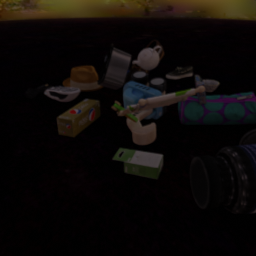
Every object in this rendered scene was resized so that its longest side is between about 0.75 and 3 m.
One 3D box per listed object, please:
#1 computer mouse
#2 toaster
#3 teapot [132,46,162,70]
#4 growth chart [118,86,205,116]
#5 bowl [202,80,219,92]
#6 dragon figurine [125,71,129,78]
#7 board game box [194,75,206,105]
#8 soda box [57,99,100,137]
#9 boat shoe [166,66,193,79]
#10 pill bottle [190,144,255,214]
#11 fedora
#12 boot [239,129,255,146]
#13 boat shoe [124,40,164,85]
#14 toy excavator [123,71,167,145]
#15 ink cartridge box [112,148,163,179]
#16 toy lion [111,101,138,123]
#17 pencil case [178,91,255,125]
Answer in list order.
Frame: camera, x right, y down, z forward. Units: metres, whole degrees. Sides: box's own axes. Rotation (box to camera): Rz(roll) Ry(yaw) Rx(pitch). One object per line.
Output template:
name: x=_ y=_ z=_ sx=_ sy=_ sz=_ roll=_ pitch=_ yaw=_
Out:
computer mouse: x=-3.309 y=-1.535 z=12.832 sx=2.628 sy=0.577 sz=1.441 roll=11 pitch=24 yaw=32
toaster: x=-0.653 y=-2.630 z=12.457 sx=1.020 sy=1.555 sz=1.719 roll=15 pitch=-3 yaw=-15
teapot: x=0.693 y=-2.486 z=9.865 sx=0.821 sy=0.832 sz=0.608 roll=16 pitch=-8 yaw=21
growth chart: x=0.619 y=-0.569 z=6.782 sx=1.656 sy=0.203 sz=2.288 roll=-12 pitch=0 yaw=-11
bowl: x=4.022 y=-2.050 z=13.915 sx=0.914 sy=0.429 sz=0.914 roll=0 pitch=27 yaw=0
dragon figurine: x=0.192 y=-2.817 z=15.082 sx=2.481 sy=0.730 sz=1.233 roll=-4 pitch=27 yaw=-6
board game box: x=2.493 y=-1.396 z=9.679 sx=0.264 sy=0.856 sz=0.857 roll=-10 pitch=58 yaw=12
soda box: x=-1.786 y=-0.406 z=10.427 sx=0.645 sy=0.682 sz=2.014 roll=10 pitch=28 yaw=21
boat shoe: x=2.912 y=-3.173 z=15.935 sx=1.809 sy=0.576 sz=0.640 roll=-16 pitch=31 yaw=-28
pill bottle: x=2.951 y=1.147 z=6.471 sx=2.771 sy=1.550 sz=1.550 roll=-3 pitch=27 yaw=-7
fedora: x=-2.260 y=-2.633 z=14.476 sx=2.359 sy=0.962 sz=2.359 roll=0 pitch=28 yaw=0
boot: x=4.581 y=0.731 z=8.190 sx=2.083 sy=0.721 sz=1.813 roll=-2 pitch=27 yaw=-9
boat shoe: x=0.579 y=-2.698 z=12.148 sx=0.867 sy=2.463 sz=0.866 roll=34 pitch=-1 yaw=25
toy excavator: x=0.480 y=-0.676 z=10.540 sx=2.769 sy=1.422 sz=2.848 roll=27 pitch=50 yaw=35
ink cartridge box: x=0.282 y=0.998 z=8.016 sx=1.331 sy=0.395 sz=0.691 roll=8 pitch=28 yaw=16
toy lion: x=-0.058 y=-0.466 z=9.258 sx=0.826 sy=0.296 sz=0.862 roll=32 pitch=-5 yaw=24
pencil case: x=3.241 y=-0.721 z=10.269 sx=2.786 sy=1.287 sz=1.185 roll=-1 pitch=49 yaw=8
